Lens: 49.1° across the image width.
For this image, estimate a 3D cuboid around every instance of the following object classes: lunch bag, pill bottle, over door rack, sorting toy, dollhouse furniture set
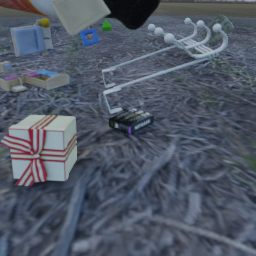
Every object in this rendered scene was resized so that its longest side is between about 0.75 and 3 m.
[{"bbox_3d":[3.076,-3.314,9.584,0.690,0.990,0.830,50,32,8],"label":"lunch bag"},{"bbox_3d":[-2.251,-3.198,5.693,2.700,1.514,1.514,22,33,31],"label":"pill bottle"},{"bbox_3d":[0.290,-0.909,3.514,1.536,0.512,1.135,-29,25,7],"label":"over door rack"},{"bbox_3d":[-0.696,-1.724,4.076,0.681,1.210,0.165,-32,-8,-4],"label":"sorting toy"},{"bbox_3d":[-3.469,-2.698,10.279,1.549,2.373,2.240,17,31,33],"label":"dollhouse furniture set"}]

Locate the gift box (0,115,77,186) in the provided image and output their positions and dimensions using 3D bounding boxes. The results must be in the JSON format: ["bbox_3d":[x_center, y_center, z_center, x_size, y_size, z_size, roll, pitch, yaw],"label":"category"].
[{"bbox_3d":[-1.673,0.409,5.384,1.228,1.133,1.146,-3,17,3],"label":"gift box"}]

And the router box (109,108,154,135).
[{"bbox_3d":[0.101,-0.200,7.529,0.758,0.260,1.017,21,33,36],"label":"router box"}]

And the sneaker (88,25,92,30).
[{"bbox_3d":[-1.498,-4.026,9.632,1.061,1.675,2.978,27,29,-16],"label":"sneaker"}]

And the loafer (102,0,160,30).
[{"bbox_3d":[-0.160,-2.825,5.867,0.939,0.966,2.646,50,25,10],"label":"loafer"}]
